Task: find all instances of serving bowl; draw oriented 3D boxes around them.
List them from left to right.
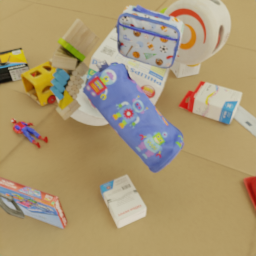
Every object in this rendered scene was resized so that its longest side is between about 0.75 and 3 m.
[{"bbox_3d":[-1.546,-0.941,10.270,2.532,0.833,2.532,25,33,-17],"label":"serving bowl"}]

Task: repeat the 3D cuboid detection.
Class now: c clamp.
[{"bbox_3d":[-2.828,1.644,6.437,0.166,1.227,1.048,-44,62,-14],"label":"c clamp"}]

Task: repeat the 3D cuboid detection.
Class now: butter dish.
[{"bbox_3d":[4.244,1.737,7.985,1.360,1.008,1.364,-3,46,-4],"label":"butter dish"}]

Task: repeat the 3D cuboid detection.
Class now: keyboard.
[{"bbox_3d":[4.550,-0.171,10.443,0.659,0.125,2.342,-26,51,-16],"label":"keyboard"}]

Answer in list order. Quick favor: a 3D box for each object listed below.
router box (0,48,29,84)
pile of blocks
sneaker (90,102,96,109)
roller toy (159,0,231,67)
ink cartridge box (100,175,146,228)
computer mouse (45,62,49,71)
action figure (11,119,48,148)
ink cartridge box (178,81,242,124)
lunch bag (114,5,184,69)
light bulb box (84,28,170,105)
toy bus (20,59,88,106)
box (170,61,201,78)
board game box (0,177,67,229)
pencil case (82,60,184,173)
[{"bbox_3d":[-5.701,-2.677,12.457,2.342,0.598,1.747,-18,49,-17],"label":"router box"},{"bbox_3d":[-1.714,-1.624,7.732,1.119,2.726,0.847,5,24,-37],"label":"pile of blocks"},{"bbox_3d":[-0.265,-0.761,8.141,0.838,2.085,0.922,-38,45,22],"label":"sneaker"},{"bbox_3d":[2.221,-3.210,9.211,2.024,2.219,1.551,-17,15,47],"label":"roller toy"},{"bbox_3d":[-0.155,2.080,7.992,0.898,0.518,1.230,-19,49,-17],"label":"ink cartridge box"},{"bbox_3d":[-3.622,-2.733,12.770,0.722,0.237,1.029,11,48,12],"label":"computer mouse"},{"bbox_3d":[-3.617,0.093,9.985,1.737,0.449,0.568,27,55,27],"label":"action figure"},{"bbox_3d":[3.125,-1.064,10.802,2.076,0.698,1.206,21,52,22],"label":"ink cartridge box"},{"bbox_3d":[0.536,-2.543,7.807,1.879,1.506,0.710,18,54,9],"label":"lunch bag"},{"bbox_3d":[0.086,-2.157,10.668,2.665,1.678,2.689,25,45,-1],"label":"light bulb box"},{"bbox_3d":[-2.970,-2.103,11.398,2.474,1.355,2.622,-1,47,-1],"label":"toy bus"},{"bbox_3d":[2.411,-3.425,12.427,1.094,1.674,1.665,-13,48,-12],"label":"box"},{"bbox_3d":[-3.031,1.880,7.552,2.785,1.434,0.271,15,50,13],"label":"board game box"},{"bbox_3d":[0.171,-0.307,6.684,1.228,1.104,2.828,-39,94,10],"label":"pencil case"}]
